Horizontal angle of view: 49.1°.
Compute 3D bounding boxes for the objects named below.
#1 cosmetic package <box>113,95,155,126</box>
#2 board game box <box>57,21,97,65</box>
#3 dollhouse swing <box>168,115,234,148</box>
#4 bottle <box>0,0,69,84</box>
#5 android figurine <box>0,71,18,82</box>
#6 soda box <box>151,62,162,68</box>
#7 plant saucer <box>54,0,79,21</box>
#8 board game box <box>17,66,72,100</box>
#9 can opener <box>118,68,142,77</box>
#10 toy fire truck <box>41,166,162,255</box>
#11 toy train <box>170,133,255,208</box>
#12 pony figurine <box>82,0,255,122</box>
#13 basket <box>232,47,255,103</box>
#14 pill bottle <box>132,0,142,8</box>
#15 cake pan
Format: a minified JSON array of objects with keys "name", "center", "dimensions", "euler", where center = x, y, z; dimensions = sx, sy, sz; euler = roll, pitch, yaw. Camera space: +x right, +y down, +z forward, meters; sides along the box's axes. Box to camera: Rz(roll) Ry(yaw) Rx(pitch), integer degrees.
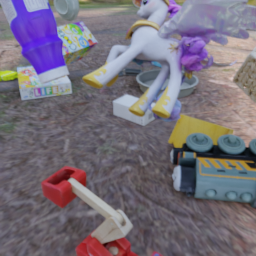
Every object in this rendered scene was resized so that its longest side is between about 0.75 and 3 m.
[{"name":"cosmetic package","center":[0.214,-0.595,9.125],"dimensions":[1.313,0.533,0.741],"euler":[22,37,33]},{"name":"board game box","center":[-1.867,-2.489,8.468],"dimensions":[0.859,0.875,1.668],"euler":[-33,6,41]},{"name":"dollhouse swing","center":[2.066,0.351,7.709],"dimensions":[1.378,1.211,1.252],"euler":[19,76,30]},{"name":"bottle","center":[-1.531,-1.743,4.352],"dimensions":[0.679,2.081,0.869],"euler":[-24,12,-19]},{"name":"android figurine","center":[-5.501,-2.344,12.631],"dimensions":[1.187,0.244,1.080],"euler":[13,31,23]},{"name":"soda box","center":[1.829,-3.327,14.192],"dimensions":[0.490,0.464,1.445],"euler":[-19,35,-31]},{"name":"plant saucer","center":[-2.232,-4.298,9.773],"dimensions":[1.143,1.143,0.287],"euler":[16,38,27]},{"name":"board game box","center":[-3.594,-2.020,11.766],"dimensions":[1.897,0.483,2.822],"euler":[-11,30,-19]},{"name":"can opener","center":[-0.033,-2.526,12.961],"dimensions":[1.341,0.353,0.446],"euler":[3,64,8]},{"name":"toy fire truck","center":[-0.283,1.588,4.109],"dimensions":[2.163,1.525,0.527],"euler":[19,35,31]},{"name":"toy train","center":[2.178,0.912,5.934],"dimensions":[2.574,1.097,1.467],"euler":[4,38,8]},{"name":"pony figurine","center":[0.695,-1.273,4.577],"dimensions":[2.228,1.922,2.308],"euler":[25,77,8]},{"name":"basket","center":[2.746,-1.161,4.508],"dimensions":[1.118,1.228,1.812],"euler":[44,85,13]},{"name":"pill bottle","center":[0.573,-4.794,9.473],"dimensions":[0.727,1.297,0.727],"euler":[3,59,-5]},{"name":"cake pan","center":[1.568,-1.820,11.441],"dimensions":[2.495,0.458,2.495],"euler":[0,29,0]}]
